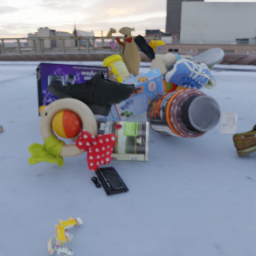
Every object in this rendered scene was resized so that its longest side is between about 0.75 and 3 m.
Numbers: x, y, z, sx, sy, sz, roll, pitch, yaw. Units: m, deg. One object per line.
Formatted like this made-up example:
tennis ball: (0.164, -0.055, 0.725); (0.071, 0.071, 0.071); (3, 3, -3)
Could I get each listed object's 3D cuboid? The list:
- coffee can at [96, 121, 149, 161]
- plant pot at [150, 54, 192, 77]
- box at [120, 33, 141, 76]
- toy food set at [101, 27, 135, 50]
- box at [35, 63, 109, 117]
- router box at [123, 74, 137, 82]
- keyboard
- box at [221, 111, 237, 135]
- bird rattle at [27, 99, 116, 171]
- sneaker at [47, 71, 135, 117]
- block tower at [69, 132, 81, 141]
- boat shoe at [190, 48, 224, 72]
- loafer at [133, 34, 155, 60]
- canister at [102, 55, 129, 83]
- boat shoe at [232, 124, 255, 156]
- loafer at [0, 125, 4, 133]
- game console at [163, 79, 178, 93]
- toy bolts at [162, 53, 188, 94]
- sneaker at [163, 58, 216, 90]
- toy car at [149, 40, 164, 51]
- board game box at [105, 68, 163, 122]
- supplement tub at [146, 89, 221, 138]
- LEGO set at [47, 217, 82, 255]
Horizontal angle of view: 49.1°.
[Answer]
coffee can: (-0.185, 0.369, 8.054); (1.538, 1.126, 1.126); (1, 19, 3)
plant pot: (2.226, -2.638, 15.479); (2.213, 2.216, 1.962); (8, 35, 22)
box: (0.126, -2.775, 10.883); (0.183, 1.720, 1.406); (-3, 60, 19)
toy food set: (-0.333, -3.044, 9.525); (1.154, 0.734, 0.182); (1, 14, 5)
box: (-2.144, -1.468, 11.142); (2.730, 1.927, 1.077); (-3, -1, -28)
router box: (0.079, -1.422, 10.125); (0.758, 1.016, 0.260); (14, 42, -39)
keyboard: (-0.523, 1.283, 6.944); (0.751, 0.160, 1.250); (-7, 19, -19)
box: (2.888, -0.144, 7.973); (0.333, 0.645, 1.106); (2, 0, 25)
bird rattle: (-1.456, 0.204, 7.101); (2.324, 1.894, 1.309); (-7, 7, 22)
sneaker: (-1.014, -1.108, 7.790); (2.222, 1.159, 0.667); (24, 14, -5)
block tower: (-1.961, 0.087, 9.872); (0.362, 0.338, 1.251); (18, 14, -24)
boat shoe: (3.254, -2.735, 11.950); (0.874, 0.753, 2.427); (-47, 17, -14)
loafer: (0.612, -2.976, 10.485); (0.384, 1.095, 0.372); (-31, 10, 49)
canister: (-0.227, -1.909, 12.394); (0.948, 1.626, 2.189); (-25, 63, -6)
boat shoe: (4.097, 0.172, 8.398); (2.034, 0.691, 0.732); (-20, -2, -14)
loafer: (-5.091, 0.089, 9.862); (0.535, 0.468, 1.487); (12, 23, 31)
game console: (2.143, -1.752, 13.461); (0.869, 1.465, 1.262); (23, 36, 30)
toy bolts: (1.742, -1.926, 10.951); (1.837, 1.924, 1.334); (20, 5, 31)
sneaker: (2.369, -1.893, 10.325); (2.580, 0.977, 0.994); (-9, 55, -39)
toy car: (1.256, -2.267, 12.228); (0.981, 2.948, 1.446); (-17, 56, -31)
board game box: (0.139, -1.028, 10.026); (2.317, 1.753, 0.424); (-22, 60, -1)
supplement tub: (1.696, -0.449, 8.875); (1.506, 1.506, 2.815); (-6, 3, -16)
LEGO set: (-1.164, 1.930, 4.994); (0.472, 0.382, 1.026); (34, 12, -8)
